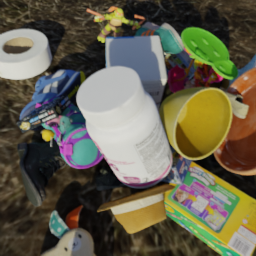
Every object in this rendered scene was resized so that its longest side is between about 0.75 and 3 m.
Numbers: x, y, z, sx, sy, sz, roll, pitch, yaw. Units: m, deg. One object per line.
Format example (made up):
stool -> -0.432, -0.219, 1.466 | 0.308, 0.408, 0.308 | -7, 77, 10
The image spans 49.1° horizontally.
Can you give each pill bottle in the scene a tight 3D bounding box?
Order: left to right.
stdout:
pill bottle -> 0.000, 0.075, 5.816 | 1.428, 2.519, 1.428 | -11, 48, 13

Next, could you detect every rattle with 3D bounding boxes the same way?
rattle -> -1.395, 2.709, 5.866 | 1.849, 2.029, 2.840 | -6, 55, 14

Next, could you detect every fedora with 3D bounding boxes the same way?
fedora -> 0.260, 1.909, 6.482 | 1.980, 1.980, 0.807 | -15, 77, -12
fedora -> 2.686, -1.424, 9.956 | 1.835, 0.748, 1.835 | -1, 56, 2

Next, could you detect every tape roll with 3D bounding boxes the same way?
tape roll -> -4.290, -2.959, 11.171 | 2.325, 0.813, 2.325 | 0, 51, 0

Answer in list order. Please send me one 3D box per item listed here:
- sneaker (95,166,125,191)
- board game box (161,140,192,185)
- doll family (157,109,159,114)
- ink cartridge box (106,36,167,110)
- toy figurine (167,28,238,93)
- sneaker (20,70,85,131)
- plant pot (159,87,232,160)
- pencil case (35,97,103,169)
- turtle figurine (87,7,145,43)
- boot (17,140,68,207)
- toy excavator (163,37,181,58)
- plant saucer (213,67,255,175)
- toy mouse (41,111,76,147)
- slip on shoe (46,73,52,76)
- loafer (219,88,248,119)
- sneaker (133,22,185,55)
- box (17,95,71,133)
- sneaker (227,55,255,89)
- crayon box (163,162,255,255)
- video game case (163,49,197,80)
sneaker -> -0.403, 1.324, 7.607 | 1.035, 0.593, 0.395 | -10, 8, 7
board game box -> 0.843, 0.781, 7.816 | 1.843, 0.569, 1.844 | -9, 28, 34
doll family -> -0.118, -0.249, 7.930 | 2.588, 1.606, 1.166 | 18, 92, -9
ink cartridge box -> 0.148, -1.504, 8.901 | 1.654, 2.247, 1.625 | -4, 65, -5
toy figurine -> 2.013, -1.608, 8.465 | 1.519, 1.863, 2.024 | -22, 67, -34
sneaker -> -2.669, -1.022, 9.482 | 1.212, 1.090, 2.947 | 21, 46, 18
plant pot -> 1.463, -0.249, 6.907 | 1.736, 1.736, 1.232 | -25, 29, -19
pencil case -> -1.589, 0.004, 7.471 | 1.203, 1.108, 2.604 | 9, 16, -35
turtle figurine -> -0.576, -3.677, 9.876 | 2.032, 1.639, 0.654 | -1, 70, -21
boot -> -1.800, 0.867, 7.746 | 2.229, 0.886, 2.560 | -12, 36, -20
toy excavator -> 1.126, -2.828, 10.966 | 2.525, 1.297, 2.597 | -36, 46, -28
plant saucer -> 2.897, -0.175, 6.454 | 0.416, 2.575, 2.575 | 18, 48, -20
toy mouse -> -1.693, -0.135, 6.743 | 1.021, 0.222, 1.148 | -43, 33, -13
slip on shoe -> -2.929, -1.849, 10.625 | 0.231, 0.290, 0.763 | -23, 47, -10
loafer -> 2.630, -0.686, 6.991 | 0.414, 0.374, 1.094 | 9, 38, -37
sneaker -> 0.880, -2.814, 9.503 | 1.148, 1.026, 2.874 | -43, 28, 2
box -> -1.991, -0.379, 6.790 | 0.967, 0.280, 1.217 | -22, 18, 11
sneaker -> 3.527, -1.625, 8.757 | 0.756, 1.844, 0.682 | 33, 23, 16
crayon box -> 2.125, 2.063, 7.091 | 2.442, 0.711, 1.450 | 32, 58, 25
video game case -> 1.846, -2.199, 9.606 | 1.599, 0.144, 1.145 | -43, 94, -14
